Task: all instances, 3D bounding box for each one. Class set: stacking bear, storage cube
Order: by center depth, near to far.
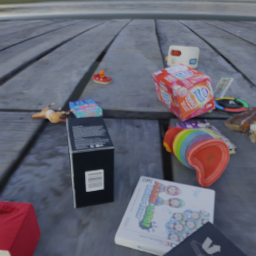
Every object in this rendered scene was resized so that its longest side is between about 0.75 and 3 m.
[{"bbox_3d":[-2.482,2.213,5.556,1.012,1.184,1.064,3,35,5],"label":"storage cube"},{"bbox_3d":[1.849,0.584,8.502,1.248,1.333,2.195,-36,26,-10],"label":"stacking bear"}]

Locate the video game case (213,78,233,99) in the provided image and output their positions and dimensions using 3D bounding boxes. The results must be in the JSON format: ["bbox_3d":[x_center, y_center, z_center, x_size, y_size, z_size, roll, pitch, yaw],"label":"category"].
[{"bbox_3d":[4.116,-1.760,12.329,0.116,0.957,1.051,29,6,-10],"label":"video game case"}]

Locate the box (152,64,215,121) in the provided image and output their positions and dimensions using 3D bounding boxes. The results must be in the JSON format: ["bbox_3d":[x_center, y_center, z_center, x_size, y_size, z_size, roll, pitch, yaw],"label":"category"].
[{"bbox_3d":[2.215,-1.586,11.683,1.455,1.393,2.919,-21,26,-5],"label":"box"}]

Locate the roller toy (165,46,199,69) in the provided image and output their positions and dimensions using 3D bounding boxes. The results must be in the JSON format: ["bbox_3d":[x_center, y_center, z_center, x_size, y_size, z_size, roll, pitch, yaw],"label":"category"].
[{"bbox_3d":[3.323,-4.261,17.098,1.972,1.378,1.799,5,17,2],"label":"roller toy"}]

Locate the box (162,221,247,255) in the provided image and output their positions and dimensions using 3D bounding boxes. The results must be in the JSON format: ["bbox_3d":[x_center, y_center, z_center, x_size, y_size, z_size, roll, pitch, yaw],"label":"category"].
[{"bbox_3d":[1.270,2.785,4.344,1.823,1.071,1.793,-22,42,-30],"label":"box"}]

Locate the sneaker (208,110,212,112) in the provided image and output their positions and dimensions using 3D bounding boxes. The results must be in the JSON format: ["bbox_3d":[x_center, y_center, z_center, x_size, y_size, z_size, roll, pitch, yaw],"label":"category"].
[{"bbox_3d":[3.253,-1.308,12.243,0.731,0.855,2.063,7,32,2],"label":"sneaker"}]

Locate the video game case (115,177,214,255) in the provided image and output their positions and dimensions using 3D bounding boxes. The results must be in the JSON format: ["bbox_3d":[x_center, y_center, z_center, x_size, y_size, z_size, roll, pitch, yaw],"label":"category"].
[{"bbox_3d":[0.985,2.074,6.703,2.009,0.261,2.207,9,30,15],"label":"video game case"}]

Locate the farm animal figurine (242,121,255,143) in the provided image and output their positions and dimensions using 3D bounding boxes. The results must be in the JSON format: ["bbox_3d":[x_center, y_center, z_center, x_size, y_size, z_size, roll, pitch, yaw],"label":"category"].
[{"bbox_3d":[4.475,0.232,9.447,1.233,0.643,1.219,16,-6,-4],"label":"farm animal figurine"}]

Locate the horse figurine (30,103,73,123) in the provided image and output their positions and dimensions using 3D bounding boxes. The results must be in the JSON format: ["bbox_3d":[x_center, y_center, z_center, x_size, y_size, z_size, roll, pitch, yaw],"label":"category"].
[{"bbox_3d":[-2.971,-0.547,11.313,1.735,0.433,1.150,20,38,30],"label":"horse figurine"}]

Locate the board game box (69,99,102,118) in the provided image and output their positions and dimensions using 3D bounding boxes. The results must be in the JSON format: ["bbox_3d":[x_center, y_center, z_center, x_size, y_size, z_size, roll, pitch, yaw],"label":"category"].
[{"bbox_3d":[-1.823,-0.804,11.930,1.028,0.304,1.352,-13,31,-23],"label":"board game box"}]

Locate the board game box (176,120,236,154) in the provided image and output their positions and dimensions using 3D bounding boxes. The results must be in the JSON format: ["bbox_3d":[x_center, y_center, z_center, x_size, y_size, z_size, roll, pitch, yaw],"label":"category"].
[{"bbox_3d":[2.679,0.329,9.899,1.256,0.338,2.092,-11,30,-11],"label":"board game box"}]

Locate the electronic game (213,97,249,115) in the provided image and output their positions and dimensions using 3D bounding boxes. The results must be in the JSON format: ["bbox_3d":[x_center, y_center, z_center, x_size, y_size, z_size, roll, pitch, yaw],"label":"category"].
[{"bbox_3d":[4.443,-1.003,12.262,1.617,0.336,1.617,0,28,0],"label":"electronic game"}]

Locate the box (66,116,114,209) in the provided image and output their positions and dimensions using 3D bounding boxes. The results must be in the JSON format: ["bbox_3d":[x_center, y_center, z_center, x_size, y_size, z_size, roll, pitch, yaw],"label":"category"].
[{"bbox_3d":[-1.032,0.845,7.408,1.080,1.743,1.713,-6,30,-15],"label":"box"}]

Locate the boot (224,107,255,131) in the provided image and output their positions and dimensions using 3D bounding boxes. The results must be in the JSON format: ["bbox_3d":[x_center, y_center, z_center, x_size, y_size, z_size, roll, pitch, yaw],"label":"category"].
[{"bbox_3d":[4.883,-0.250,10.560,1.974,0.634,1.839,-20,21,-38],"label":"boot"}]

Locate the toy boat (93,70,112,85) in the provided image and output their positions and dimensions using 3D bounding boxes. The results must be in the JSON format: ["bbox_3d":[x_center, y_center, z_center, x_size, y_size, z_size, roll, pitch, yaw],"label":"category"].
[{"bbox_3d":[-1.415,-2.791,15.166,1.052,0.687,0.686,15,32,25],"label":"toy boat"}]
